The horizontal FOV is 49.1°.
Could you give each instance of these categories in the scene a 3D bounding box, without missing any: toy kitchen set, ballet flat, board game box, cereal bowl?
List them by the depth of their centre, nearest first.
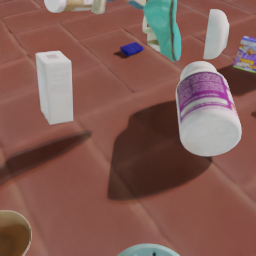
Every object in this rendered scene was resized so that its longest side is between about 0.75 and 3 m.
[{"bbox_3d":[1.493,-1.560,4.705,0.337,0.809,0.809,8,45,14],"label":"cereal bowl"},{"bbox_3d":[0.913,-2.636,7.623,0.935,2.658,0.895,7,80,15],"label":"ballet flat"},{"bbox_3d":[-0.257,-3.437,7.746,1.165,0.686,0.933,15,5,43],"label":"toy kitchen set"},{"bbox_3d":[5.192,-2.739,10.891,1.790,1.204,0.401,22,49,21],"label":"board game box"}]

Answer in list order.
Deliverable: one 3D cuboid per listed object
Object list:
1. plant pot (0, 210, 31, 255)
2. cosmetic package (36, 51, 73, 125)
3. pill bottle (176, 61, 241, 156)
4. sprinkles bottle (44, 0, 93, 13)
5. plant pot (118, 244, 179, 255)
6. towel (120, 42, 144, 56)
[{"bbox_3d":[-2.659,2.421,5.911,1.119,0.751,1.119,13,49,-16],"label":"plant pot"},{"bbox_3d":[-1.710,-0.927,6.535,0.606,1.492,0.842,-13,36,-26],"label":"cosmetic package"},{"bbox_3d":[2.319,-0.738,8.551,1.660,1.660,2.958,2,45,2],"label":"pill bottle"},{"bbox_3d":[-1.636,-3.985,8.710,0.670,0.670,1.963,28,35,25],"label":"sprinkles bottle"},{"bbox_3d":[0.363,2.977,4.827,2.011,1.614,2.011,0,44,0],"label":"plant pot"},{"bbox_3d":[0.169,-3.462,12.356,0.879,0.218,0.649,-27,57,-25],"label":"towel"}]
